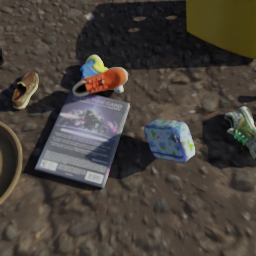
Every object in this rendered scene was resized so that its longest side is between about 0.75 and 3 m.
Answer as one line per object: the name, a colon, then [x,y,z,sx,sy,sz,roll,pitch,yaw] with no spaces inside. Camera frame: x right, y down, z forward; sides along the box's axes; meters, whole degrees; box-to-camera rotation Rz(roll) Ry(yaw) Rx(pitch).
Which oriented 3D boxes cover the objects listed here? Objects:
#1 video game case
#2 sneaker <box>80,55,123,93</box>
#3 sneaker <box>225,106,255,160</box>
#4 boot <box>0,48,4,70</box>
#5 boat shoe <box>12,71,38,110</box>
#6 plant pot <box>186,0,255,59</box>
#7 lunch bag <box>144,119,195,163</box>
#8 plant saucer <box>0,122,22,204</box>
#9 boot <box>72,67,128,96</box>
video game case: [-1.197,0.210,7.838,1.881,0.250,2.633,14,62,7]
sneaker: [-0.873,-1.478,8.575,0.866,0.624,1.648,-39,63,-4]
sneaker: [3.101,0.182,7.660,0.737,0.639,1.663,-8,54,-1]
boot: [-4.933,-1.757,8.572,1.804,0.814,2.201,1,61,-2]
boat shoe: [-3.090,-1.215,8.415,0.498,0.499,1.348,7,63,6]
plant pot: [3.331,-4.309,8.903,2.552,2.893,2.893,13,63,21]
lunch bag: [1.033,0.341,7.086,0.530,1.032,1.284,-31,21,-29]
plant saucer: [-4.176,1.067,7.289,2.908,0.428,2.908,0,62,0]
boot: [-0.786,-1.227,7.771,1.566,0.839,0.587,-14,105,22]
